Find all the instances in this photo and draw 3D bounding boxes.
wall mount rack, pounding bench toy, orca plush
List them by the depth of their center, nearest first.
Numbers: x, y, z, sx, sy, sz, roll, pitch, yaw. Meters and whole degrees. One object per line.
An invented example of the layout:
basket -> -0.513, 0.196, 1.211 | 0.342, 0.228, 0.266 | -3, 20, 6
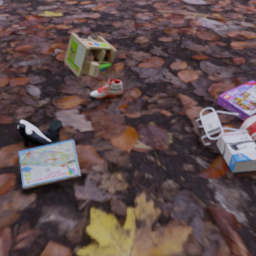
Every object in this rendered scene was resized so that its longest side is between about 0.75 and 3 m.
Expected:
pounding bench toy -> -0.881, -1.863, 7.795 | 1.110, 0.884, 1.423 | -9, 44, -40
orca plush -> -2.916, 0.368, 8.642 | 1.687, 0.600, 0.888 | 29, 2, 18
wall mount rack -> 2.849, -0.082, 8.700 | 1.314, 0.564, 1.512 | -23, 36, 17

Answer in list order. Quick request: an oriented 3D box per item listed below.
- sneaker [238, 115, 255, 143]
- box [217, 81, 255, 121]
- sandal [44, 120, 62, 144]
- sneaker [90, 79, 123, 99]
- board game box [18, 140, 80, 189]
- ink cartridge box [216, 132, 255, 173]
sneaker -> 4.596, 0.001, 8.906 | 2.033, 0.797, 1.174 | -27, 58, -19
box -> 4.433, -1.002, 10.196 | 1.962, 0.384, 1.342 | -24, 48, -26
sandal -> -2.415, 0.122, 8.906 | 0.510, 0.325, 1.356 | -3, 39, -4
sneaker -> -0.838, -1.498, 10.590 | 1.273, 0.682, 0.425 | -3, 40, -4
board game box -> -2.081, 0.954, 7.421 | 1.463, 0.250, 0.984 | -12, 72, -5
ink cartridge box -> 3.221, 0.669, 8.109 | 0.861, 0.502, 1.191 | -6, 40, -7
